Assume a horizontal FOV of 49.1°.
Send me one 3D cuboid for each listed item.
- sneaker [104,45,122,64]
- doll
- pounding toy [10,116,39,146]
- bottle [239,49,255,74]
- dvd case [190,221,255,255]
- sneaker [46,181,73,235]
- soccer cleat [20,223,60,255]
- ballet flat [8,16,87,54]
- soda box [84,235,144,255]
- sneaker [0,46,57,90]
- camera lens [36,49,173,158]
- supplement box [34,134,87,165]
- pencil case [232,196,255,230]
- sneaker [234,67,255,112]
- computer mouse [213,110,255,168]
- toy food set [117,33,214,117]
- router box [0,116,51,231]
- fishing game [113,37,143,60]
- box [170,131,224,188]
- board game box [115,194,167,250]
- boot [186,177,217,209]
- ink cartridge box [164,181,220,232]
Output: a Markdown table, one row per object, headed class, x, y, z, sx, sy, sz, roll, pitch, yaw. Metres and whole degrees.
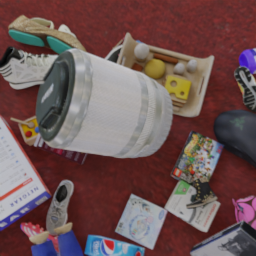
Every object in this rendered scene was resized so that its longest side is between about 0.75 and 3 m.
| class | x | y | z | sx | sy | sz | roll | pitch | yaw |
| --- | --- | --- | --- | --- | --- | --- | --- | --- | --- |
| sneaker | -0.416 | -1.959 | 8.550 | 0.591 | 0.422 | 1.192 | 43 | 82 | 10 |
| doll | -1.267 | 3.758 | 6.364 | 2.010 | 0.714 | 2.946 | -10 | 77 | -32 |
| pounding toy | -2.741 | 0.002 | 7.840 | 0.714 | 0.552 | 0.776 | -25 | 74 | -8 |
| bottle | 4.319 | -2.115 | 8.492 | 1.743 | 0.569 | 0.728 | -12 | 69 | -4 |
| dvd case | 2.522 | 2.973 | 6.086 | 1.669 | 2.220 | 0.275 | 38 | 53 | 10 |
| sneaker | -1.821 | 2.018 | 7.194 | 0.525 | 0.576 | 1.405 | 9 | 73 | 3 |
| soccer cleat | -2.202 | 2.814 | 7.050 | 1.269 | 0.423 | 0.485 | 24 | 79 | 5 |
| ballet flat | -2.331 | -2.831 | 8.545 | 2.677 | 0.944 | 0.874 | 21 | 72 | 5 |
| soda box | -0.341 | 2.895 | 6.580 | 1.414 | 0.480 | 0.454 | -4 | 67 | 38 |
| sneaker | -2.633 | -1.784 | 7.864 | 2.108 | 1.213 | 0.795 | -15 | 65 | 5 |
| camera lens | -0.603 | -0.453 | 6.608 | 2.720 | 2.176 | 2.176 | 13 | 69 | -33 |
| supplement box | -1.712 | 0.372 | 7.494 | 1.350 | 0.411 | 0.735 | 24 | 102 | -8 |
| pencil case | 3.793 | 1.986 | 6.888 | 2.224 | 1.009 | 1.042 | -14 | 41 | 3 |
| sneaker | 3.573 | -1.154 | 8.216 | 0.551 | 0.637 | 1.410 | -19 | 95 | 25 |
| computer mouse | 3.753 | 0.397 | 7.600 | 2.899 | 0.764 | 2.007 | 32 | 76 | 9 |
| toy food set | 0.965 | -1.553 | 8.092 | 2.645 | 0.799 | 1.898 | 16 | 79 | 4 |
| router box | -3.919 | 1.448 | 7.025 | 2.940 | 0.718 | 2.639 | -33 | 71 | -16 |
| fishing game | 0.221 | -2.356 | 8.770 | 1.344 | 0.209 | 0.962 | 37 | 74 | 11 |
| box | 1.894 | 0.906 | 7.706 | 0.966 | 0.267 | 1.415 | 26 | 74 | 8 |
| board game box | 0.343 | 2.409 | 7.237 | 1.029 | 0.224 | 1.034 | 23 | 71 | 8 |
| boot | 1.727 | 1.611 | 6.933 | 0.856 | 0.313 | 0.645 | -14 | 71 | -15 |
| ink cartridge box | 1.651 | 2.016 | 7.238 | 1.143 | 0.480 | 0.834 | 30 | 76 | 8 |
